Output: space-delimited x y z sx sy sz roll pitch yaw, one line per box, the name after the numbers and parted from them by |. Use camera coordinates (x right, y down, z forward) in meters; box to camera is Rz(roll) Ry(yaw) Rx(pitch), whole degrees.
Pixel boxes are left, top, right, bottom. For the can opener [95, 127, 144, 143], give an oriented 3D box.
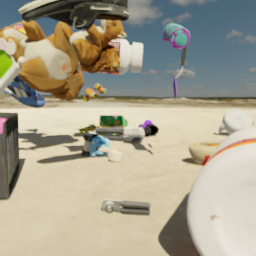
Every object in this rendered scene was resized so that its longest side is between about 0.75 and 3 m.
-0.421 0.276 11.437 2.236 0.597 0.748 1 5 22 | can opener

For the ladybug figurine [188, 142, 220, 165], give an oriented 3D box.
2.404 0.709 7.581 1.530 0.550 1.038 0 6 4 | ladybug figurine

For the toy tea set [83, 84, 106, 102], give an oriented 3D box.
-1.547 -1.661 13.519 1.324 0.787 0.490 -35 65 -32 | toy tea set

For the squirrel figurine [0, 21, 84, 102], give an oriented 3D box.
-2.955 -2.151 9.357 2.777 2.106 2.975 22 -15 31 | squirrel figurine

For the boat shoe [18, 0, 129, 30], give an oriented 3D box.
-0.885 -2.112 5.065 2.069 0.699 0.743 -22 25 -27 | boat shoe

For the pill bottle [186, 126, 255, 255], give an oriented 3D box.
1.685 0.710 3.532 1.414 1.414 2.580 3 7 24 | pill bottle

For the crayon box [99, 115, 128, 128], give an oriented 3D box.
-0.713 -0.229 14.388 1.125 0.552 1.894 0 -7 9 | crayon box

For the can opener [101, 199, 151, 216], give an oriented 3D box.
-0.034 1.230 4.431 0.787 0.210 0.263 2 7 7 | can opener

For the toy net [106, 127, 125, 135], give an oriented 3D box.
-0.131 0.157 13.525 1.916 0.370 1.005 -3 6 -28 | toy net

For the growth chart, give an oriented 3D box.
-4.043 -2.080 7.230 1.981 2.738 0.243 -44 11 35 | growth chart

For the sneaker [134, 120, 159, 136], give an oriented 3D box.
1.020 0.067 13.373 0.993 0.694 1.997 7 13 19 | sneaker

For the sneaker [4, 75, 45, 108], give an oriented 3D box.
-4.362 -1.767 11.453 2.639 1.085 0.976 38 13 -39 | sneaker

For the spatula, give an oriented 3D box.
1.369 -1.519 7.450 0.172 1.670 0.472 14 -21 8 | spatula

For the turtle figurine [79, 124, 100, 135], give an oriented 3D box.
-1.783 0.047 14.014 1.501 0.483 1.210 4 7 30 | turtle figurine

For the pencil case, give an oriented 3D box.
1.165 -2.297 6.973 0.476 0.517 1.118 38 18 -19 | pencil case

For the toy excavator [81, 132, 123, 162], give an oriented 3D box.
-0.748 0.620 8.494 1.348 0.673 1.311 10 9 8 | toy excavator

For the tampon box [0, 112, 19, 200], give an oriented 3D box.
-3.224 0.461 5.712 1.728 1.456 2.306 -2 6 -16 | tampon box

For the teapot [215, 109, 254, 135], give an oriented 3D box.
5.124 -0.149 13.312 1.439 1.051 1.420 26 57 19 | teapot

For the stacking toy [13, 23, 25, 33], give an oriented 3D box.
-4.199 -3.532 11.111 0.768 0.813 1.400 -35 45 -11 | stacking toy

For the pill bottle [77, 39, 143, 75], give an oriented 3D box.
-0.673 -2.637 10.326 2.334 1.279 1.279 4 6 -2 | pill bottle

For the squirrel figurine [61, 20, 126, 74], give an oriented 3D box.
-0.706 -2.119 7.106 1.362 1.459 1.032 -30 41 -7 | squirrel figurine
